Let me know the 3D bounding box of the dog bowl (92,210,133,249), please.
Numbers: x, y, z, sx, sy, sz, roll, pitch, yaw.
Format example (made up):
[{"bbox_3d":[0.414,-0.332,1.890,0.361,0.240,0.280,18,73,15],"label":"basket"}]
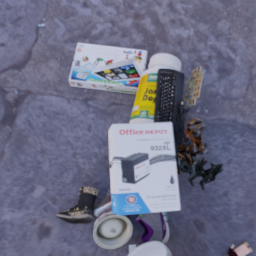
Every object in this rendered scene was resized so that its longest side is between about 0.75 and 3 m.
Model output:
[{"bbox_3d":[-0.528,3.228,9.053,1.287,0.475,1.287,-4,107,-13],"label":"dog bowl"}]

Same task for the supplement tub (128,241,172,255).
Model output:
[{"bbox_3d":[0.895,4.293,7.326,1.382,1.382,2.257,-29,101,-10],"label":"supplement tub"}]

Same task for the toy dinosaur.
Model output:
[{"bbox_3d":[1.959,1.060,9.132,1.353,2.649,1.798,-6,26,-33],"label":"toy dinosaur"}]

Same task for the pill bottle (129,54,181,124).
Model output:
[{"bbox_3d":[1.113,-1.162,10.278,1.622,1.622,2.877,13,74,5],"label":"pill bottle"}]

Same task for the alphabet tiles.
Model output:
[{"bbox_3d":[1.985,-1.240,8.510,0.037,0.976,1.173,12,85,-13],"label":"alphabet tiles"}]

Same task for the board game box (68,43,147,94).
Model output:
[{"bbox_3d":[-0.782,-2.436,11.442,2.938,0.509,1.855,8,70,3],"label":"board game box"}]

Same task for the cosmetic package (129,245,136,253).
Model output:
[{"bbox_3d":[0.169,4.097,8.685,0.241,0.931,0.702,-6,55,0],"label":"cosmetic package"}]

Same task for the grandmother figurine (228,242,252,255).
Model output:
[{"bbox_3d":[3.525,4.134,9.120,0.999,0.303,0.606,-25,43,-6],"label":"grandmother figurine"}]

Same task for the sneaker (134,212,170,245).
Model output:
[{"bbox_3d":[0.678,2.608,9.200,1.029,0.875,2.352,-3,71,-20],"label":"sneaker"}]

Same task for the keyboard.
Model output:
[{"bbox_3d":[1.170,-0.398,8.426,0.535,1.406,2.700,-11,108,-40],"label":"keyboard"}]

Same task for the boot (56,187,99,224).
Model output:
[{"bbox_3d":[-1.652,2.584,9.378,1.489,0.545,1.121,-13,46,35],"label":"boot"}]

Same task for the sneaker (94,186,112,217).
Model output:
[{"bbox_3d":[-0.412,2.298,9.668,1.942,0.748,0.795,-32,51,-18],"label":"sneaker"}]

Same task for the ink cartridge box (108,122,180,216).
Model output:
[{"bbox_3d":[0.393,1.105,7.803,1.735,1.001,2.392,-2,78,-10],"label":"ink cartridge box"}]
